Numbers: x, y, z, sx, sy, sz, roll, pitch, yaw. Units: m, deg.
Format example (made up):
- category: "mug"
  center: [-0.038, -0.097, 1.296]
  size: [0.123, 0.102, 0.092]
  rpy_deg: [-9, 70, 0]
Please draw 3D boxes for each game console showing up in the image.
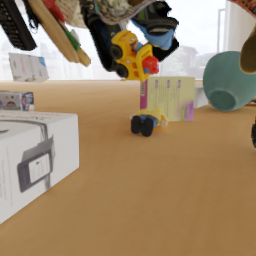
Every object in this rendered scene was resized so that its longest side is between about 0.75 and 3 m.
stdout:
- category: "game console"
  center: [0.866, -3.764, 10.665]
  size: [1.453, 2.463, 0.297]
  rpy_deg: [-42, 13, -24]

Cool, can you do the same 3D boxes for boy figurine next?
- category: "boy figurine"
  center: [0.539, -0.209, 7.128]
  size: [0.978, 0.507, 1.573]
  rpy_deg: [12, 14, 17]

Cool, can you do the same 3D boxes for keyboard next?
- category: "keyboard"
  center: [-3.202, -3.337, 7.227]
  size: [1.873, 2.948, 0.304]
  rpy_deg: [10, 48, 33]

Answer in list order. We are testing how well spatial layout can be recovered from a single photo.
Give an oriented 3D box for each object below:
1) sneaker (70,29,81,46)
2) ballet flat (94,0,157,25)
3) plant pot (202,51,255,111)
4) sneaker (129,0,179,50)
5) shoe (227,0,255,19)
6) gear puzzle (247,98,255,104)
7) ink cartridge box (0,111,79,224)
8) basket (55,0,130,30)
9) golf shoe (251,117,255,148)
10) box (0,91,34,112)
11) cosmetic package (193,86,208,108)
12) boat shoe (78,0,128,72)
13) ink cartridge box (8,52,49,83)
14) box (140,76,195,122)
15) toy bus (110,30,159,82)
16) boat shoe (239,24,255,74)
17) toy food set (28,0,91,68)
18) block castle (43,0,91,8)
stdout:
- category: "sneaker"
  center: [-1.598, -2.729, 8.582]
  size: [0.271, 0.273, 0.753]
  rpy_deg: [11, -17, 8]
- category: "ballet flat"
  center: [0.551, -2.917, 5.096]
  size: [2.834, 1.019, 1.019]
  rpy_deg: [-32, 6, 13]
- category: "plant pot"
  center: [3.660, -1.485, 10.294]
  size: [2.180, 2.180, 1.468]
  rpy_deg: [9, 52, 36]
- category: "sneaker"
  center: [0.620, -2.699, 6.830]
  size: [0.780, 0.912, 2.201]
  rpy_deg: [16, 31, -34]
- category: "shoe"
  center: [2.763, -2.939, 6.328]
  size: [1.741, 0.792, 0.622]
  rpy_deg: [4, -26, -12]
- category: "gear puzzle"
  center: [4.809, -1.185, 12.344]
  size: [2.413, 0.316, 1.250]
  rpy_deg: [7, 9, 30]
- category: "ink cartridge box"
  center: [-1.772, 0.358, 3.487]
  size: [1.569, 0.901, 2.160]
  rpy_deg: [3, 12, 16]
- category: "basket"
  center: [-1.091, -4.146, 8.990]
  size: [2.634, 1.625, 1.785]
  rpy_deg: [-11, 48, -48]
- category: "golf shoe"
  center: [3.086, 0.229, 4.379]
  size: [1.339, 1.102, 2.834]
  rpy_deg: [14, 12, -12]
- category: "box"
  center: [-3.942, -0.782, 9.116]
  size: [1.423, 0.816, 0.940]
  rpy_deg: [2, 12, 8]
- category: "cosmetic package"
  center: [2.483, -1.330, 11.701]
  size: [1.333, 0.822, 1.337]
  rpy_deg: [8, 14, 33]
- category: "boat shoe"
  center: [-0.693, -2.742, 6.862]
  size: [0.990, 2.886, 0.817]
  rpy_deg: [-17, 11, 46]
- category: "ink cartridge box"
  center: [-3.460, -2.013, 9.457]
  size: [0.482, 0.837, 1.446]
  rpy_deg: [-16, -4, 33]
- category: "box"
  center: [1.156, -0.887, 8.412]
  size: [1.489, 1.310, 0.720]
  rpy_deg: [-3, 12, -13]
- category: "toy bus"
  center: [0.230, -1.577, 6.283]
  size: [1.045, 1.089, 0.739]
  rpy_deg: [18, 47, 36]
- category: "boat shoe"
  center: [3.553, -2.280, 7.618]
  size: [0.772, 2.115, 0.666]
  rpy_deg: [16, -16, 18]
- category: "toy food set"
  center: [-1.988, -2.792, 7.864]
  size: [0.561, 2.308, 2.285]
  rpy_deg: [-37, -22, -7]
- category: "block castle"
  center: [-1.124, -2.821, 5.387]
  size: [1.323, 0.884, 0.621]
  rpy_deg: [11, -20, 42]
